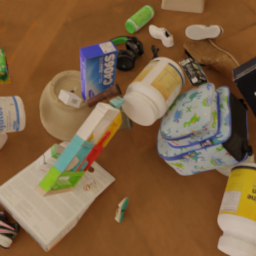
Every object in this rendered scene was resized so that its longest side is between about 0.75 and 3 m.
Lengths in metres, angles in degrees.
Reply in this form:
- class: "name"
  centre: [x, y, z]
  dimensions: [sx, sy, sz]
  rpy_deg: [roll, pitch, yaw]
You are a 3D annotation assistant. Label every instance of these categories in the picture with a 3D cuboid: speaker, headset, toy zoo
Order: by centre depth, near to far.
- class: "toy zoo"
  centre: [-1.006, 0.439, 7.202]
  dimensions: [0.299, 1.916, 2.920]
  rpy_deg: [36, 88, 12]
- class: "headset"
  centre: [0.063, -2.845, 10.342]
  dimensions: [2.326, 1.093, 1.436]
  rpy_deg: [23, 65, 24]
- class: "speaker"
  centre: [0.477, -4.443, 11.468]
  dimensions: [0.583, 0.583, 1.319]
  rpy_deg: [37, 69, 17]

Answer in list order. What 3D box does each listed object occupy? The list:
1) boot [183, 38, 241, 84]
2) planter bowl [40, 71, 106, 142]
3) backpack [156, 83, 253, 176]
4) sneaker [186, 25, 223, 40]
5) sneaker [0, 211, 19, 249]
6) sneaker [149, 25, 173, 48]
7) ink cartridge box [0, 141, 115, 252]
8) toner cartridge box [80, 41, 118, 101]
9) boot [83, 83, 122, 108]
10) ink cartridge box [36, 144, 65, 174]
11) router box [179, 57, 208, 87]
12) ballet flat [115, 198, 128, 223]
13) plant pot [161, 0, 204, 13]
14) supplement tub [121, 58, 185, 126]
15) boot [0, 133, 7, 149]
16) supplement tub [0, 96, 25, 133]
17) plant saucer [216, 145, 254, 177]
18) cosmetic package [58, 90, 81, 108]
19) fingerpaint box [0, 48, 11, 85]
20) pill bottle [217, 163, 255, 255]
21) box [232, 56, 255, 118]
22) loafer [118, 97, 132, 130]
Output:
- class: "boot"
  centre: [3.130, -2.377, 10.240]
  dimensions: [1.106, 1.079, 2.932]
  rpy_deg: [-32, 58, -4]
- class: "planter bowl"
  centre: [-1.768, -0.866, 8.947]
  dimensions: [2.258, 1.520, 2.258]
  rpy_deg: [3, 65, -6]
- class: "backpack"
  centre: [1.908, 0.044, 7.939]
  dimensions: [1.787, 2.431, 2.225]
  rpy_deg: [38, 45, -25]
- class: "sneaker"
  centre: [2.761, -3.441, 10.124]
  dimensions: [1.330, 0.522, 0.528]
  rpy_deg: [18, 26, 38]
- class: "sneaker"
  centre: [-3.815, 2.607, 7.859]
  dimensions: [1.775, 0.713, 0.766]
  rpy_deg: [32, 55, 7]
- class: "sneaker"
  centre: [1.343, -3.755, 11.120]
  dimensions: [1.263, 0.550, 0.471]
  rpy_deg: [41, 70, 20]
- class: "ink cartridge box"
  centre: [-2.106, 1.835, 8.366]
  dimensions: [2.218, 0.686, 2.735]
  rpy_deg: [37, 50, 18]
- class: "toner cartridge box"
  centre: [-0.802, -1.401, 7.457]
  dimensions: [0.862, 1.815, 0.392]
  rpy_deg: [-19, 63, -18]
- class: "boot"
  centre: [-0.694, -0.794, 7.264]
  dimensions: [1.057, 0.986, 0.340]
  rpy_deg: [-23, 93, 3]
- class: "ink cartridge box"
  centre: [-2.087, 0.937, 7.964]
  dimensions: [0.902, 0.658, 0.379]
  rpy_deg: [-38, 43, 21]
- class: "router box"
  centre: [1.879, -1.558, 7.912]
  dimensions: [0.303, 0.975, 0.730]
  rpy_deg: [-31, 79, 28]
- class: "ballet flat"
  centre: [-0.211, 2.310, 7.978]
  dimensions: [0.239, 0.258, 0.765]
  rpy_deg: [20, 93, 35]
- class: "plant pot"
  centre: [2.460, -6.166, 11.775]
  dimensions: [1.806, 1.599, 1.803]
  rpy_deg: [8, 63, 3]
- class: "supplement tub"
  centre: [0.693, -1.000, 7.739]
  dimensions: [1.220, 1.220, 1.687]
  rpy_deg: [30, 60, 15]
- class: "boot"
  centre: [-5.181, 0.750, 8.516]
  dimensions: [1.253, 1.009, 2.774]
  rpy_deg: [43, 71, 14]
- class: "supplement tub"
  centre: [-3.681, -0.325, 7.608]
  dimensions: [1.524, 1.005, 1.005]
  rpy_deg: [-9, 60, -32]
- class: "plant saucer"
  centre: [3.302, 0.819, 8.867]
  dimensions: [1.440, 0.361, 1.440]
  rpy_deg: [0, 62, 0]
- class: "cosmetic package"
  centre: [-1.622, -0.811, 7.766]
  dimensions: [0.757, 0.384, 0.270]
  rpy_deg: [36, 106, 55]
- class: "fingerpaint box"
  centre: [-4.286, -2.088, 9.519]
  dimensions: [0.349, 0.795, 0.952]
  rpy_deg: [-10, 72, -15]
- class: "pill bottle"
  centre: [3.213, 2.245, 7.585]
  dimensions: [1.326, 1.326, 2.367]
  rpy_deg: [20, 65, 10]
- class: "box"
  centre: [3.990, -1.134, 8.300]
  dimensions: [1.078, 1.735, 1.749]
  rpy_deg: [-31, 98, 25]
- class: "loafer"
  centre: [-0.193, -0.486, 9.158]
  dimensions: [0.486, 0.524, 1.395]
  rpy_deg: [-16, 46, 8]
